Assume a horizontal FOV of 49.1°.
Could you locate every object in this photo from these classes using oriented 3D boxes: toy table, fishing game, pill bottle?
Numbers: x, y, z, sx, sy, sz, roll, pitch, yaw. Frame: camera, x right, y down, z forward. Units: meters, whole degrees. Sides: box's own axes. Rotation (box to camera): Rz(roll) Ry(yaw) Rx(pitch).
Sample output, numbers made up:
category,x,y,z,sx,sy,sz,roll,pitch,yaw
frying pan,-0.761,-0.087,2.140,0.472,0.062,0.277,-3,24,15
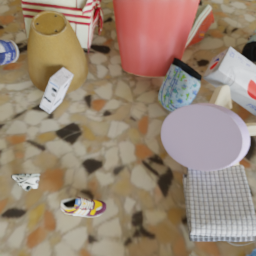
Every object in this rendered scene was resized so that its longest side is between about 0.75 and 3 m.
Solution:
category,x,y,z,sx,sy,sz,roll,pitch,yaw
toy table,2.016,0.138,6.513,1.368,2.147,2.336,-11,16,-33
fishing game,2.969,3.056,5.257,1.783,0.387,2.489,-3,44,-6
pill bottle,-4.337,-2.423,9.096,0.796,0.796,1.434,18,26,13

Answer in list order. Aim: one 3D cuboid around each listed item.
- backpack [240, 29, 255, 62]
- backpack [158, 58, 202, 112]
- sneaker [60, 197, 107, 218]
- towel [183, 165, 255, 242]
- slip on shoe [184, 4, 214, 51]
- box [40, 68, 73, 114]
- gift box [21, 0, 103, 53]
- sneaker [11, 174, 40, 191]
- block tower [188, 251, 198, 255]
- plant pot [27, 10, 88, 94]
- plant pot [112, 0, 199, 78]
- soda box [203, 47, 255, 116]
category,x,y,z,sx,sy,sz,roll,pitch,yaw
backpack,4.722,-2.897,9.728,1.244,0.943,1.490,24,52,21
backpack,1.457,-1.112,8.078,1.110,1.361,1.046,24,23,-35
sneaker,-1.015,1.778,6.350,1.051,0.474,0.394,-3,52,-2
towel,1.969,1.668,6.280,1.399,0.723,1.689,-3,46,8
slip on shoe,2.355,-3.388,10.166,0.993,0.820,2.681,2,49,55
box,-2.036,-1.036,7.924,0.363,1.206,0.703,34,44,-4
gift box,-2.069,-4.109,9.453,2.486,2.457,2.663,6,52,-5
sneaker,-2.500,1.297,6.706,0.944,0.350,0.418,-5,82,37
block tower,0.976,3.123,5.322,0.461,0.431,1.596,34,59,23
plant pot,-2.200,-2.353,8.355,1.920,2.060,1.920,2,63,-4
plant pot,0.761,-2.899,8.524,2.575,2.279,2.575,2,28,-1
soda box,3.060,-1.002,7.028,2.251,0.768,0.714,33,76,-10
